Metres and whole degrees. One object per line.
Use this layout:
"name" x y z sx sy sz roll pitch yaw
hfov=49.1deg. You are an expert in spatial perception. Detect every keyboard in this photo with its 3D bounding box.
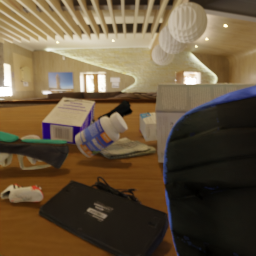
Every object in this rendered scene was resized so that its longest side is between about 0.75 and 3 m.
"keyboard" -0.357 1.468 4.680 2.372 0.470 1.235 9 35 40

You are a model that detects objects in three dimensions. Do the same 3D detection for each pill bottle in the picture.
"pill bottle" -0.788 0.186 8.427 1.474 0.826 0.826 -33 2 12

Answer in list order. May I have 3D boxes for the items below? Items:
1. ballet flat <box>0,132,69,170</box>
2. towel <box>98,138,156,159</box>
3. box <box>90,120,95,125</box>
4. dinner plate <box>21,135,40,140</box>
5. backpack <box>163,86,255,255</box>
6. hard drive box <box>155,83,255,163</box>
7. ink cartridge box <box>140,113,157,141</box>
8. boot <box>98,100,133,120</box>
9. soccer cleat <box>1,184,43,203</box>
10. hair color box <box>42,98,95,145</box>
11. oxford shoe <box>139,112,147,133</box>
"ballet flat" -2.984 0.630 7.541 2.732 0.998 0.998 9 9 1
"towel" -0.202 0.666 9.603 1.783 0.308 1.716 -5 10 -28
"box" -2.480 0.067 12.643 2.017 0.614 2.502 -4 10 -5
"dinner plate" -3.488 0.536 9.634 0.931 0.113 0.931 -6 41 5
"backpack" 2.004 0.689 2.981 2.992 2.431 2.510 -9 -2 19
"hard drive box" 2.213 -0.029 7.559 2.833 2.208 1.088 2 49 10
"ink cartridge box" 1.348 -0.106 10.394 1.668 0.706 1.206 -4 21 -8
"boot" -0.484 -0.366 11.831 1.465 0.666 1.743 -32 -19 -11
"soccer cleat" -2.068 1.315 5.468 0.982 0.337 0.418 2 18 31
"hair color box" -2.248 -0.331 11.003 1.418 0.841 2.594 7 27 2
"oxford shoe" 1.730 -0.121 11.749 2.978 1.114 1.049 9 -1 37
